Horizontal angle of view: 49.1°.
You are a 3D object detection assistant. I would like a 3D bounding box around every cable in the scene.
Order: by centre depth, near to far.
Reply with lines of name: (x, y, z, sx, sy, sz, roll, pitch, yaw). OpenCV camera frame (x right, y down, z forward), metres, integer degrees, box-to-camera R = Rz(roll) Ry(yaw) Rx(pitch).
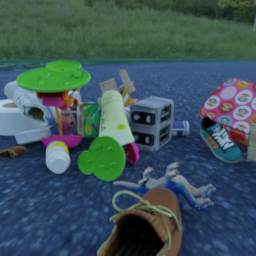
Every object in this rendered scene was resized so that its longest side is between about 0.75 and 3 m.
cable: (-2.911, 0.256, 8.623, 1.061, 0.367, 1.061, -14, 2, -29)

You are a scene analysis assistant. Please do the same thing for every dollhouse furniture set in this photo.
dollhouse furniture set: (-0.762, -1.663, 12.231, 1.340, 1.145, 2.585, -25, 3, -16)

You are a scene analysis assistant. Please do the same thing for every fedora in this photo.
fedora: (-0.281, -0.693, 10.624, 0.748, 1.835, 1.835, 34, 13, -12)

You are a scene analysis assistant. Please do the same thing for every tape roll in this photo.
tape roll: (-4.075, -0.488, 10.630, 2.457, 0.859, 2.457, 0, 17, 0)

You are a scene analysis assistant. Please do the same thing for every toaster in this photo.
toaster: (0.747, -0.158, 8.722, 0.934, 1.423, 1.573, 13, 22, 28)

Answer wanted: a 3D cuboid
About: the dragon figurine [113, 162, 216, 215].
dragon figurine: (0.665, 1.287, 5.445, 1.981, 0.985, 0.583, -16, 15, 15)

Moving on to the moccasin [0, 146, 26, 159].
moccasin: (-3.277, 0.697, 7.806, 0.841, 0.308, 0.325, -3, 27, -21)

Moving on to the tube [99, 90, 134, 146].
tube: (-0.414, -0.236, 8.023, 0.682, 0.762, 2.625, 23, 29, -19)

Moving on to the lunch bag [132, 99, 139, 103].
lunch bag: (-0.085, -0.875, 12.184, 1.343, 0.625, 1.525, -5, 16, -19)

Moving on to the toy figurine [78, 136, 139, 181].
toy figurine: (-0.334, 0.741, 7.133, 1.415, 1.063, 1.303, -18, -8, 31)

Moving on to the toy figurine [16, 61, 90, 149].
toy figurine: (-1.961, -0.503, 8.166, 1.888, 2.314, 2.514, 1, 29, 0)

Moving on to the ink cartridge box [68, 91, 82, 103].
ink cartridge box: (-2.735, -1.317, 13.259, 0.731, 0.744, 1.011, -23, 26, -23)

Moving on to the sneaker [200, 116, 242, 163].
sneaker: (2.539, 0.295, 7.897, 0.608, 0.681, 1.704, -25, 38, -7)

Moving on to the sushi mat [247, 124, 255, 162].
sushi mat: (4.291, 0.621, 6.406, 2.957, 1.415, 0.179, 10, 56, 28)

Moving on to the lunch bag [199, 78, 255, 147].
lunch bag: (3.544, -0.419, 8.891, 2.120, 0.986, 2.407, -48, 40, -7)

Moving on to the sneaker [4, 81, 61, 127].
sneaker: (-3.219, -0.828, 9.178, 2.314, 0.885, 0.935, 28, 32, 14)

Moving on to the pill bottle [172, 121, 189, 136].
pill bottle: (1.597, 0.030, 9.535, 0.863, 0.499, 0.499, -1, 18, 0)

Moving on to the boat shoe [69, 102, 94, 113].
boat shoe: (-2.326, -0.912, 11.841, 1.853, 0.580, 0.659, 7, -1, -13)

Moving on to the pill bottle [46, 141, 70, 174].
pill bottle: (-1.797, 0.757, 7.149, 0.574, 0.574, 1.050, -5, 19, -15)

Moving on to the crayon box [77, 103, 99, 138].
crayon box: (-1.320, -0.273, 9.048, 0.509, 1.039, 1.749, -2, 5, -16)

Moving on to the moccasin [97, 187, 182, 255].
moccasin: (0.157, 1.522, 3.957, 0.979, 1.033, 2.676, 9, 20, 26)

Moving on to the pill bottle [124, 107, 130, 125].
pill bottle: (0.306, -0.301, 9.772, 1.005, 1.005, 1.773, 15, 23, 39)
